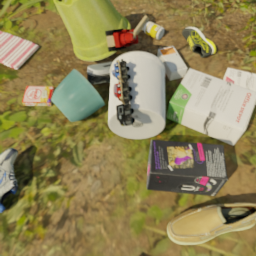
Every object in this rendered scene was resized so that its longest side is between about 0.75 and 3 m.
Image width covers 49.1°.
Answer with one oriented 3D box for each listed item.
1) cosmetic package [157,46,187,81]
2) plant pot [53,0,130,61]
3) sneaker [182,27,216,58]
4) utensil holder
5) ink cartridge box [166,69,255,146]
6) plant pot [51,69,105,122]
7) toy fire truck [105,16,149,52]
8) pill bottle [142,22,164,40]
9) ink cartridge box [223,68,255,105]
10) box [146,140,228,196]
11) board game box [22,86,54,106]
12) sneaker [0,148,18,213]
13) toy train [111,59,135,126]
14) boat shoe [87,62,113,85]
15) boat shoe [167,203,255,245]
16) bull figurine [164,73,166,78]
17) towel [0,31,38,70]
[{"bbox_3d":[1.963,-2.933,12.649,0.788,0.554,1.554,-16,58,-11],"label":"cosmetic package"},{"bbox_3d":[-1.615,-4.596,11.382,2.739,2.518,2.739,-12,56,18],"label":"plant pot"},{"bbox_3d":[3.219,-4.081,13.323,0.838,0.738,1.981,-34,62,-21],"label":"sneaker"},{"bbox_3d":[0.339,-1.156,10.533,2.190,2.190,2.577,1,59,1],"label":"utensil holder"},{"bbox_3d":[3.222,-0.844,10.855,2.817,1.188,2.057,25,60,16],"label":"ink cartridge box"},{"bbox_3d":[-2.034,-1.097,10.777,1.442,1.796,1.796,-42,65,-7],"label":"plant pot"},{"bbox_3d":[0.091,-3.480,10.371,1.596,1.027,1.404,-2,19,21],"label":"toy fire truck"},{"bbox_3d":[1.191,-4.885,13.938,1.108,0.617,0.617,34,62,21],"label":"pill bottle"},{"bbox_3d":[4.838,-1.737,11.765,1.625,0.685,1.177,16,57,10],"label":"ink cartridge box"},{"bbox_3d":[1.842,1.338,9.226,2.368,1.447,1.256,5,56,3],"label":"box"},{"bbox_3d":[-3.753,-1.331,11.745,1.158,0.268,0.877,0,56,0],"label":"board game box"},{"bbox_3d":[-4.099,1.795,9.415,0.960,0.868,2.254,16,64,-1],"label":"sneaker"},{"bbox_3d":[-0.194,-1.188,9.090,0.589,0.439,2.572,-13,61,15],"label":"toy train"},{"bbox_3d":[-0.715,-2.285,12.051,0.886,0.820,2.400,34,37,33],"label":"boat shoe"},{"bbox_3d":[2.599,2.736,8.494,2.897,1.103,1.038,-13,57,-9],"label":"boat shoe"},{"bbox_3d":[0.719,-2.476,12.240,1.827,0.595,1.109,-5,85,-11],"label":"bull figurine"},{"bbox_3d":[-5.690,-3.703,13.345,2.369,0.354,1.734,23,59,12],"label":"towel"}]
